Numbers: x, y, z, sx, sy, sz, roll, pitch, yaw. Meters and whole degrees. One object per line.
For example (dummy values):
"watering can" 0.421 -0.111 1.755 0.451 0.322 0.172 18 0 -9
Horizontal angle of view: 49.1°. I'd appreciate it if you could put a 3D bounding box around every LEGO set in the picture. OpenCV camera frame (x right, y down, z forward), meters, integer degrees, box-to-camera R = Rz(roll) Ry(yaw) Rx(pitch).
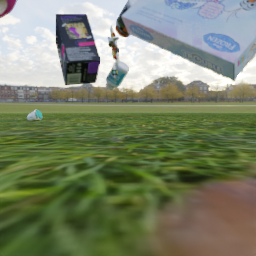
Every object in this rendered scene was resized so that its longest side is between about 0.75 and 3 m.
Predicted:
"LEGO set" -0.226 -1.541 5.748 0.287 0.875 1.171 -5 35 7

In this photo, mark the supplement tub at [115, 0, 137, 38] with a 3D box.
"supplement tub" 0.068 -3.181 8.141 0.657 0.657 1.072 -2 -22 -31

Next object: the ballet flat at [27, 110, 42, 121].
"ballet flat" -4.337 -0.551 12.929 0.528 0.528 1.520 -1 5 -8

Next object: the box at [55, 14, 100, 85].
"box" -2.026 -3.045 10.872 1.264 2.384 1.457 -8 -26 -19

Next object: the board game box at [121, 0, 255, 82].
"board game box" 1.735 -2.569 5.670 2.727 2.714 0.591 36 -12 32

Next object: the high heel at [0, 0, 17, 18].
"high heel" -3.177 -2.786 6.497 1.507 0.508 0.723 -35 18 9

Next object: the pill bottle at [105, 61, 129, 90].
"pill bottle" -0.491 -2.129 11.555 0.653 1.178 0.653 23 35 -17
